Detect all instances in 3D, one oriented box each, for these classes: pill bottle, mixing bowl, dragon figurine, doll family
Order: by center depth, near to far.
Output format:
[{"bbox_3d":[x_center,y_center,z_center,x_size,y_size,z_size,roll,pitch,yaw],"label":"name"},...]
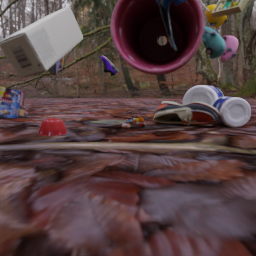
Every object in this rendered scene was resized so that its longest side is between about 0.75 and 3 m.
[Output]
[{"bbox_3d":[0.554,-2.390,4.601,0.673,2.286,1.137,30,41,28],"label":"dragon figurine"},{"bbox_3d":[-2.009,-0.038,7.450,0.751,0.407,0.751,-1,8,0],"label":"mixing bowl"},{"bbox_3d":[0.192,-0.203,8.815,0.830,0.374,0.515,-4,8,-26],"label":"doll family"},{"bbox_3d":[3.366,-0.579,9.514,0.940,0.940,1.693,0,7,0],"label":"pill bottle"},{"bbox_3d":[3.269,-1.089,11.739,1.362,1.362,2.453,4,8,26],"label":"pill bottle"}]

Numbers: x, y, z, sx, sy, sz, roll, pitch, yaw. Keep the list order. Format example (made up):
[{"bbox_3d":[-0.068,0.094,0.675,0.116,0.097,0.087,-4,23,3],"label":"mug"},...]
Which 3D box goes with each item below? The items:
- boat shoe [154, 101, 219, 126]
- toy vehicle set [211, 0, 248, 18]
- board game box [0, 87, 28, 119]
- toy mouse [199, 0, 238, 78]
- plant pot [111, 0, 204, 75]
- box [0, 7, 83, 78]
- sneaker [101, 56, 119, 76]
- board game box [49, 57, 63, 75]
[{"bbox_3d":[1.907,-0.425,9.439,2.271,0.808,0.710,10,54,40],"label":"boat shoe"},{"bbox_3d":[2.317,-2.839,5.996,0.142,1.072,0.666,44,-20,-33],"label":"toy vehicle set"},{"bbox_3d":[-4.894,-0.933,11.960,1.351,1.352,0.417,12,0,-30],"label":"board game box"},{"bbox_3d":[2.936,-2.677,8.715,0.487,2.238,2.518,-9,-13,42],"label":"toy mouse"},{"bbox_3d":[0.890,-2.737,8.173,2.418,2.418,2.164,1,8,10],"label":"plant pot"},{"bbox_3d":[-1.797,-1.943,6.186,0.708,0.851,2.071,-11,30,23],"label":"box"},{"bbox_3d":[-0.983,-2.889,13.158,0.541,1.087,0.378,-43,-2,6],"label":"sneaker"},{"bbox_3d":[-2.537,-2.433,9.595,0.339,1.100,1.099,13,35,0],"label":"board game box"}]
